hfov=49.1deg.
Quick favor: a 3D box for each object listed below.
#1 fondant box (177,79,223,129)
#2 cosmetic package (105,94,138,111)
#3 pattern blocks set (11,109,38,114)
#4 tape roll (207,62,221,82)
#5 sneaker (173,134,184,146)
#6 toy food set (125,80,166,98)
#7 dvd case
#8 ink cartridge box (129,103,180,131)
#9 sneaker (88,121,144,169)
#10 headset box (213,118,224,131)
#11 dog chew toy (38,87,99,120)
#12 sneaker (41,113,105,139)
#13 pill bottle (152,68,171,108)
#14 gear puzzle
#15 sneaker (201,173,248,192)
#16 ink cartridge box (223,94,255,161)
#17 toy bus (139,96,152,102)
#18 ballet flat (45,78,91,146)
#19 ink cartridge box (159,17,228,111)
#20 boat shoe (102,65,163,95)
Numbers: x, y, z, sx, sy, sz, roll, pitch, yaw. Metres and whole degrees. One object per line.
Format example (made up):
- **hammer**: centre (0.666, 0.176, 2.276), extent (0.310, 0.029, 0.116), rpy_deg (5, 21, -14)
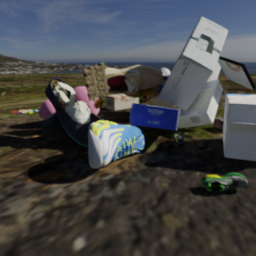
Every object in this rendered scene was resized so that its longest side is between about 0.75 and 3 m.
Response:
- **fondant box**: centre (2.586, -0.883, 10.320), extent (1.362, 0.550, 1.888), rpy_deg (-10, 38, 41)
- **cosmetic package**: centre (-0.311, -1.391, 14.786), extent (1.626, 0.709, 0.841), rpy_deg (-12, 18, -39)
- **pattern blocks set**: centre (-5.037, -0.804, 13.735), extent (0.954, 0.088, 1.085), rpy_deg (9, 16, 30)
- **tape roll**: centre (2.993, -2.326, 12.444), extent (1.896, 1.302, 1.896), rpy_deg (20, -12, 4)
- **sneaker**: centre (1.576, 0.371, 8.694), extent (0.322, 0.294, 0.796), rpy_deg (6, 16, 10)
- **toy food set**: centre (0.634, -1.589, 12.176), extent (1.558, 0.453, 2.257), rpy_deg (-12, 3, -31)
- **dvd case**: centre (4.056, -2.117, 10.638), extent (0.147, 1.196, 1.676), rpy_deg (-41, 30, 4)
- **ink cartridge box**: centre (0.812, -0.370, 9.350), extent (1.385, 0.651, 2.947), rpy_deg (8, 2, 2)
- **sneaker**: centre (-0.250, 0.307, 7.350), extent (1.466, 1.057, 2.791), rpy_deg (0, 13, -2)
- **headset box**: centre (3.726, -0.130, 10.464), extent (0.735, 0.371, 0.989), rpy_deg (-4, 15, -17)
- **dog chew toy**: centre (-2.387, -0.813, 11.275), extent (2.366, 1.473, 1.473), rpy_deg (-16, 20, -25)
- **sneaker**: centre (-1.521, -0.057, 9.195), extent (1.378, 0.903, 2.386), rpy_deg (15, 19, 37)
- **pill bottle**: centre (1.641, -1.933, 13.373), extent (0.969, 1.746, 0.969), rpy_deg (3, -25, 1)
- **gear puzzle**: centre (-0.989, -1.275, 8.803), extent (0.807, 1.557, 0.204), rpy_deg (-27, 43, -25)
- **sneaker**: centre (1.953, 1.149, 5.610), extent (0.895, 0.349, 0.381), rpy_deg (-8, 21, 7)
- **ink cartridge box**: centre (3.489, -0.052, 7.817), extent (1.542, 1.502, 2.399), rpy_deg (4, 15, 17)
- **toy bus**: centre (1.121, -2.116, 17.035), extent (1.947, 1.006, 1.837), rpy_deg (25, 19, -45)
- **ballet flat**: centre (-1.813, -0.640, 8.798), extent (0.988, 0.988, 2.706), rpy_deg (-12, 52, -40)
- **ink cartridge box**: centre (2.298, -2.245, 9.855), extent (1.152, 2.032, 2.772), rpy_deg (28, 52, 3)
- **boat shoe**: centre (-0.045, -1.622, 10.180), extent (2.779, 1.025, 0.961), rpy_deg (-4, 43, -6)
